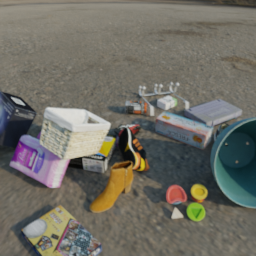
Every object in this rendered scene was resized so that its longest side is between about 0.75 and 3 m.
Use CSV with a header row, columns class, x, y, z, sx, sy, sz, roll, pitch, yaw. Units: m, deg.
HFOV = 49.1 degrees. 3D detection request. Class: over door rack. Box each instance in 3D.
class,x,y,z,sx,sy,sz,roll,pitch,yaw
over door rack,1.761,-1.660,14.322,1.983,0.894,2.684,-8,32,-8

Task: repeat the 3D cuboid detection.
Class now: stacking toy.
class,x,y,z,sx,sy,sz,roll,pitch,yaw
stacking toy,1.783,2.338,8.592,1.234,0.521,1.117,0,58,6

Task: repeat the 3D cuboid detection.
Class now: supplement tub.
class,x,y,z,sx,sy,sz,roll,pitch,yaw
supplement tub,0.377,-0.974,13.530,1.015,0.622,0.622,2,32,3

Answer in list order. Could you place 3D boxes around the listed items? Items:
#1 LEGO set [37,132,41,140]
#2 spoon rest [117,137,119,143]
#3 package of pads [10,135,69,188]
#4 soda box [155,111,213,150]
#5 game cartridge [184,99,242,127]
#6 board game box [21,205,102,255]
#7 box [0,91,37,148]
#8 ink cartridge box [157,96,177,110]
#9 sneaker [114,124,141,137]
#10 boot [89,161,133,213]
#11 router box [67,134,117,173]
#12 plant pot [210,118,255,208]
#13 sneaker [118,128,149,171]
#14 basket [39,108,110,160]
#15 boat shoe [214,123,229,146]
class,x,y,z,sx,sy,sz,roll,pitch,yaw
LEGO set,-3.048,0.345,11.096,0.789,0.733,1.923,33,21,-11
spoon rest,-0.071,0.546,11.264,1.198,0.363,0.595,26,17,33
package of pads,-2.991,1.112,9.559,2.014,1.213,0.762,19,-4,28
soda box,2.295,0.073,11.746,2.301,0.732,0.787,22,40,30
game cartridge,4.058,-0.695,13.325,2.348,0.451,1.522,-17,40,-26
board game box,-1.786,2.987,7.436,1.279,0.327,1.888,-27,41,-37
box,-4.707,-0.321,11.132,1.657,1.644,1.021,35,11,38
ink cartridge box,1.977,-1.278,14.277,0.842,0.354,0.613,-24,39,-33
sneaker,-0.035,0.079,11.790,0.695,0.503,1.423,27,29,33
boot,-0.527,1.747,8.609,1.674,1.198,0.589,-26,40,-35
router box,-1.749,0.800,10.692,2.339,0.597,1.745,7,33,11
plant pot,3.838,0.918,8.994,2.709,2.709,1.825,0,9,0
sneaker,0.230,0.832,10.478,0.883,0.686,1.963,22,32,-31
basket,-1.773,0.163,9.275,1.358,1.236,2.003,28,14,26
boat shoe,3.756,0.604,10.856,0.813,0.649,2.151,11,37,-3
